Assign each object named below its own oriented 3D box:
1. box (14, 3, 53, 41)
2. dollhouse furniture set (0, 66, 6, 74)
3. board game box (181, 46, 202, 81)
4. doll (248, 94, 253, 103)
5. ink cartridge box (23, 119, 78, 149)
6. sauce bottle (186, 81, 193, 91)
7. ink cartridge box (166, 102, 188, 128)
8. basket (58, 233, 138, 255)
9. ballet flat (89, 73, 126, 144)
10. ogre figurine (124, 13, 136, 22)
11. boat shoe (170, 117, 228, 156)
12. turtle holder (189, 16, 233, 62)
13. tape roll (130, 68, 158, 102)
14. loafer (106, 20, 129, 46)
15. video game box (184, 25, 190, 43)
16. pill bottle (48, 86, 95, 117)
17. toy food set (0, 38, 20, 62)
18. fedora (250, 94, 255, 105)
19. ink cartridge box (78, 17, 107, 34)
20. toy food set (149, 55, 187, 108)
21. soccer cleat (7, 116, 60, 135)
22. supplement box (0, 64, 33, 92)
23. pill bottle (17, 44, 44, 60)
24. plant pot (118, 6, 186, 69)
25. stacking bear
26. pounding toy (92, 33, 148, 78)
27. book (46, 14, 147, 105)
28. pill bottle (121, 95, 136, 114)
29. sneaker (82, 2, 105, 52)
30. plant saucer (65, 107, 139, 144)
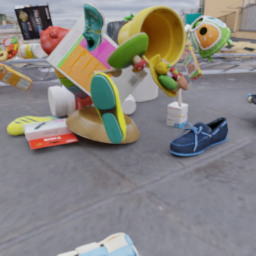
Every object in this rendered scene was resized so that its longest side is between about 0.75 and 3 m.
[{"bbox_3d":[-3.310,-3.776,10.021,1.167,1.176,0.292,-8,43,-7],"label":"box"},{"bbox_3d":[-4.926,-2.287,10.036,1.123,0.604,0.457,2,50,22],"label":"dollhouse furniture set"},{"bbox_3d":[3.051,-3.100,13.624,0.230,1.536,0.734,-21,-3,-31],"label":"board game box"},{"bbox_3d":[6.887,-1.616,14.757,1.575,0.382,1.074,-15,23,-31],"label":"doll"},{"bbox_3d":[-2.735,0.167,9.853,1.618,0.352,1.404,-10,26,-25],"label":"ink cartridge box"},{"bbox_3d":[2.079,-2.051,12.432,0.581,0.581,1.797,-14,28,-30],"label":"sauce bottle"},{"bbox_3d":[2.022,-0.538,11.535,0.633,0.863,0.630,17,28,35],"label":"ink cartridge box"},{"bbox_3d":[-0.353,2.697,2.715,2.433,1.919,2.760,-8,50,-18],"label":"basket"},{"bbox_3d":[-0.453,-0.537,7.044,0.669,2.002,0.671,-2,33,20],"label":"ballet flat"},{"bbox_3d":[0.231,-4.853,12.646,1.014,0.497,0.608,-23,57,10],"label":"ogre figurine"},{"bbox_3d":[2.425,0.189,9.704,2.679,0.919,1.127,-20,29,-39],"label":"boat shoe"},{"bbox_3d":[3.135,-3.683,10.899,1.472,1.376,1.938,-26,33,49],"label":"turtle holder"},{"bbox_3d":[0.260,-2.749,15.446,2.842,1.951,2.842,0,23,0],"label":"tape roll"},{"bbox_3d":[-0.360,-3.418,11.414,0.882,2.439,0.888,-12,-21,23],"label":"loafer"},{"bbox_3d":[2.337,-3.850,11.958,0.200,0.778,0.854,30,55,16],"label":"video game box"},{"bbox_3d":[-2.069,-1.306,12.516,2.694,1.534,1.534,-11,25,-24],"label":"pill bottle"},{"bbox_3d":[-3.828,-2.507,8.974,0.860,0.851,0.209,-6,-19,21],"label":"toy food set"},{"bbox_3d":[6.184,-0.623,11.120,2.784,1.272,2.784,-3,20,1],"label":"fedora"},{"bbox_3d":[-1.465,-4.359,11.932,0.910,1.136,0.269,-27,14,18],"label":"ink cartridge box"},{"bbox_3d":[1.376,-1.519,8.455,0.582,1.781,1.048,-18,51,37],"label":"toy food set"},{"bbox_3d":[-3.521,-0.053,10.670,2.033,0.657,0.850,-9,29,-21],"label":"soccer cleat"},{"bbox_3d":[-4.595,-1.998,11.152,0.544,0.563,1.636,39,3,24],"label":"supplement box"},{"bbox_3d":[-4.066,-3.116,11.495,1.070,0.604,0.604,3,22,23],"label":"pill bottle"},{"bbox_3d":[0.611,-2.911,9.271,1.898,1.898,1.785,-14,18,-30],"label":"plant pot"},{"bbox_3d":[-1.898,-2.260,9.763,1.590,2.796,1.698,-46,37,-12],"label":"stacking bear"},{"bbox_3d":[0.030,-1.713,7.535,1.647,0.764,1.272,-37,-2,31],"label":"pounding toy"},{"bbox_3d":[-0.928,-1.938,8.880,2.689,1.797,0.646,40,6,-21],"label":"book"},{"bbox_3d":[-0.233,-1.231,13.121,0.939,0.939,1.685,-7,24,-16],"label":"pill bottle"},{"bbox_3d":[-0.755,-2.084,5.905,0.441,1.137,0.453,25,62,15],"label":"sneaker"},{"bbox_3d":[-0.891,-0.237,10.513,2.831,0.501,2.831,12,19,-4],"label":"plant saucer"}]
